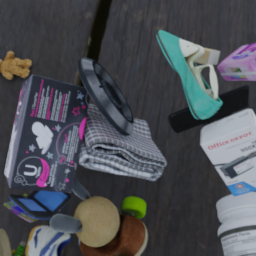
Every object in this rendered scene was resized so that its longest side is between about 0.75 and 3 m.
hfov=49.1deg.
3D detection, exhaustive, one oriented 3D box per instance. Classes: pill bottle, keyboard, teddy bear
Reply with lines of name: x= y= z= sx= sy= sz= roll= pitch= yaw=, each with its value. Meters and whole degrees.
pill bottle: x=3.120 y=3.135 z=6.868 sx=1.574 sy=1.574 sz=2.764 roll=-2 pitch=53 yaw=0
keyboard: x=2.347 y=-0.538 z=8.306 sx=2.402 sy=1.250 sz=0.476 roll=-20 pitch=49 yaw=4
teddy bear: x=-4.227 y=-2.225 z=10.053 sx=1.474 sy=0.492 sz=1.069 roll=23 pitch=81 yaw=3

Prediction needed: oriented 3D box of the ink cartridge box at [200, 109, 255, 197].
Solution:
ink cartridge box: x=2.496 y=0.581 z=6.157 sx=1.189 sy=0.692 sz=1.644 roll=-26 pitch=111 yaw=29

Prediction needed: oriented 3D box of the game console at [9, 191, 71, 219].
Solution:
game console: x=-2.066 y=1.628 z=6.597 sx=1.071 sy=0.914 sz=0.633 roll=21 pitch=85 yaw=35

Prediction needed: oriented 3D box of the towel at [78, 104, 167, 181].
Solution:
towel: x=-0.235 y=0.348 z=7.177 sx=2.297 sy=1.902 sz=0.983 roll=18 pitch=112 yaw=-29

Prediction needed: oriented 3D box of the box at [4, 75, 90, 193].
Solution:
box: x=-1.906 y=0.133 z=6.379 sx=1.326 sy=1.527 sz=2.311 roll=13 pitch=86 yaw=-28

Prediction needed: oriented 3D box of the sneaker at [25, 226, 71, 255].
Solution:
sneaker: x=-2.200 y=4.042 z=7.408 sx=1.217 sy=1.039 sz=2.761 roll=5 pitch=63 yaw=-2

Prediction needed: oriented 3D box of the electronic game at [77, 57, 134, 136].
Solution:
electronic game: x=-0.478 y=-0.710 z=6.373 sx=0.422 sy=2.027 sz=2.027 roll=-31 pitch=83 yaw=12

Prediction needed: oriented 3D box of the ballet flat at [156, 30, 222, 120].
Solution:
ballet flat: x=1.387 y=-1.280 z=6.002 sx=0.780 sy=0.746 sz=2.215 roll=-29 pitch=79 yaw=32

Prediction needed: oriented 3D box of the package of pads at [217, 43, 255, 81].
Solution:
package of pads: x=2.699 y=-1.454 z=6.150 sx=0.865 sy=1.435 sz=0.543 roll=-40 pitch=103 yaw=-2

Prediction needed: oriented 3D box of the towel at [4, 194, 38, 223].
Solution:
towel: x=-2.390 y=1.923 z=6.755 sx=1.004 sy=0.721 sz=0.114 roll=20 pitch=106 yaw=25

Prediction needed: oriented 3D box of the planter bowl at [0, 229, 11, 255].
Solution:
planter bowl: x=-3.331 y=2.939 z=6.253 sx=1.165 sy=1.730 sz=1.730 roll=-12 pitch=83 yaw=-11

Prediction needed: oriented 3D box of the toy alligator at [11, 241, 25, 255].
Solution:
toy alligator: x=-2.984 y=3.425 z=7.689 sx=0.384 sy=1.297 sz=0.352 roll=32 pitch=99 yaw=-11

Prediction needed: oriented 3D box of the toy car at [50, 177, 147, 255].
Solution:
toy car: x=-0.864 y=2.327 z=6.752 sx=1.903 sy=2.412 sz=1.982 roll=-21 pitch=38 yaw=31

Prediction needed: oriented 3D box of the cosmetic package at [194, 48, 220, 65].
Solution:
cosmetic package: x=1.773 y=-1.888 z=7.205 sx=0.997 sy=0.524 sz=0.354 roll=26 pitch=118 yaw=38
